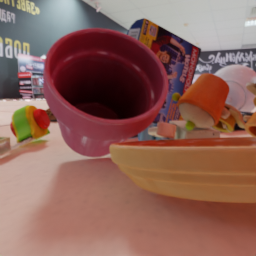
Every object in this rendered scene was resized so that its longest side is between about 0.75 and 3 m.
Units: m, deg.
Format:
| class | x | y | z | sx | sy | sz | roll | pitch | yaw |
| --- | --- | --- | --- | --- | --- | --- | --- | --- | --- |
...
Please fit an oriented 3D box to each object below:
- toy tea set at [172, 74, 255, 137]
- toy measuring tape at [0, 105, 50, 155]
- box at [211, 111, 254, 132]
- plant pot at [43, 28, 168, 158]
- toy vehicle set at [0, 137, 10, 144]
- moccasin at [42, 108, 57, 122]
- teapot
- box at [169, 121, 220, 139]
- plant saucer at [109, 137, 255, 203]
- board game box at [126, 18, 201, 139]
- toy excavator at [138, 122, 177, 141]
| class | x | y | z | sx | sy | sz | roll | pitch | yaw |
| --- | --- | --- | --- | --- | --- | --- | --- | --- | --- |
| toy tea set | 1.873 | -0.047 | 4.290 | 1.529 | 0.952 | 2.571 | 41 | -15 | -33 |
| toy measuring tape | -2.221 | -0.046 | 5.826 | 0.854 | 0.854 | 2.321 | 0 | 7 | 3 |
| box | 3.099 | -0.256 | 8.946 | 2.095 | 0.482 | 1.665 | -4 | 8 | -27 |
| plant pot | -0.455 | -0.376 | 4.518 | 1.794 | 1.794 | 1.606 | -3 | -32 | -19 |
| toy vehicle set | -3.326 | 0.382 | 4.970 | 1.973 | 0.262 | 1.226 | 0 | 7 | 0 |
| moccasin | -3.003 | -0.552 | 10.807 | 1.527 | 0.589 | 0.558 | 6 | 9 | 37 |
| teapot | 3.790 | -1.244 | 10.401 | 2.113 | 2.140 | 1.563 | 28 | 37 | 23 |
| box | 1.200 | 0.194 | 5.362 | 0.627 | 0.522 | 1.526 | 1 | 7 | 0 |
| plant saucer | 1.096 | 0.365 | 3.128 | 2.595 | 0.486 | 2.595 | -2 | 0 | 0 |
| board game box | 0.874 | -0.967 | 7.656 | 2.915 | 2.916 | 0.899 | 12 | 4 | -40 |
| toy excavator | 0.493 | 0.122 | 4.794 | 1.069 | 0.549 | 1.099 | 3 | -8 | 38 |
